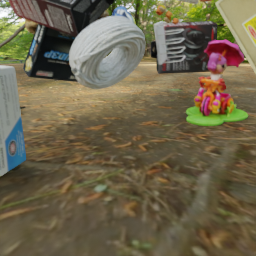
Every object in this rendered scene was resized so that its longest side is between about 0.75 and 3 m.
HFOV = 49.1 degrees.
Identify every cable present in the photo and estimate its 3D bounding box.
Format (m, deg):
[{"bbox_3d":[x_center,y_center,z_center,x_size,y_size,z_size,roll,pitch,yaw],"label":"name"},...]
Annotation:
[{"bbox_3d":[-0.373,-1.358,5.268,1.493,0.517,1.493,-36,-20,-3],"label":"cable"}]

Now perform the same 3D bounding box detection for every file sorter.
[{"bbox_3d":[1.437,-2.891,9.399,0.811,1.302,0.904,1,25,23],"label":"file sorter"}]

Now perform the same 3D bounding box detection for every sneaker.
[{"bbox_3d":[-0.289,-3.304,8.757,0.725,0.652,1.764,-20,38,-4],"label":"sneaker"}]

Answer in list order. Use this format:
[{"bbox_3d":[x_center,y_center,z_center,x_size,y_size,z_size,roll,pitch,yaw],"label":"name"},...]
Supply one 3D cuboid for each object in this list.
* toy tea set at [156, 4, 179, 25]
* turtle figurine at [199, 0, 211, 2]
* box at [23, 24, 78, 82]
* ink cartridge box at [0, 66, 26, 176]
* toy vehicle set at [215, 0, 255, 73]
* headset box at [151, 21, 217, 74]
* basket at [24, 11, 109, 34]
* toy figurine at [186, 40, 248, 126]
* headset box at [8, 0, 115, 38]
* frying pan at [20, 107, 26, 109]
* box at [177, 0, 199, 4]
[{"bbox_3d":[1.160,-3.296,8.086,0.770,0.285,0.458,36,-7,-23],"label":"toy tea set"},{"bbox_3d":[0.981,-3.001,5.408,1.868,0.602,1.507,22,14,20],"label":"turtle figurine"},{"bbox_3d":[-1.828,-2.326,8.572,2.271,1.805,0.522,-2,43,-47],"label":"box"},{"bbox_3d":[-3.429,0.077,4.600,1.997,2.032,2.760,4,18,14],"label":"ink cartridge box"},{"bbox_3d":[3.549,-2.656,7.179,1.553,2.500,0.331,-31,-4,38],"label":"toy vehicle set"},{"bbox_3d":[2.259,-3.373,11.797,2.604,1.938,1.006,-2,27,1],"label":"headset box"},{"bbox_3d":[-2.098,-3.777,9.408,2.607,1.942,1.860,-13,-18,-10],"label":"basket"},{"bbox_3d":[2.991,-1.646,9.576,2.131,2.613,2.839,11,20,34],"label":"toy figurine"},{"bbox_3d":[-1.659,-3.245,6.644,2.238,0.864,1.665,24,64,20],"label":"headset box"},{"bbox_3d":[-4.685,-0.621,10.283,0.929,0.250,1.536,12,18,34],"label":"frying pan"},{"bbox_3d":[2.071,-4.808,10.139,1.219,0.417,0.501,-17,45,-43],"label":"box"}]
